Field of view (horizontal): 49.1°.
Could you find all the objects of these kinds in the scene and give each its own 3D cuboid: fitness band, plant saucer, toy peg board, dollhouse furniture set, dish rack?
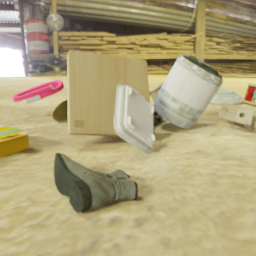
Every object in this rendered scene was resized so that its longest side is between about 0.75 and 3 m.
[{"bbox_3d":[-4.145,-1.679,12.974,2.367,0.443,1.700,-22,23,-12],"label":"fitness band"},{"bbox_3d":[6.000,-2.086,18.020,2.712,0.681,2.712,-1,20,0],"label":"plant saucer"},{"bbox_3d":[-0.775,-0.952,9.721,2.763,2.775,1.357,2,-16,-21],"label":"toy peg board"},{"bbox_3d":[4.342,-0.948,10.615,1.204,1.718,1.211,19,0,30],"label":"dollhouse furniture set"},{"bbox_3d":[1.301,-1.366,14.334,1.785,1.258,1.251,-21,13,41],"label":"dollhouse furniture set"},{"bbox_3d":[0.289,-0.335,8.352,0.414,1.902,1.632,-27,-45,33],"label":"dish rack"}]

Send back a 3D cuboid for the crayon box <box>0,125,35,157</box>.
[{"bbox_3d":[-4.184,0.404,8.569,2.379,0.614,1.496,8,16,32],"label":"crayon box"}]

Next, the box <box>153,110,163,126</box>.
[{"bbox_3d":[0.264,-0.468,12.097,1.886,0.595,2.391,6,15,23],"label":"box"}]

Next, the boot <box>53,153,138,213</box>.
[{"bbox_3d":[-0.755,1.098,5.993,1.326,0.687,2.029,-2,20,-32],"label":"boot"}]

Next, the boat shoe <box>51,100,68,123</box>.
[{"bbox_3d":[-2.560,-1.028,13.024,2.391,0.872,0.752,-47,5,-27],"label":"boat shoe"}]

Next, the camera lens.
[{"bbox_3d":[2.348,-1.458,11.077,1.967,2.459,1.967,25,22,-11],"label":"camera lens"}]
